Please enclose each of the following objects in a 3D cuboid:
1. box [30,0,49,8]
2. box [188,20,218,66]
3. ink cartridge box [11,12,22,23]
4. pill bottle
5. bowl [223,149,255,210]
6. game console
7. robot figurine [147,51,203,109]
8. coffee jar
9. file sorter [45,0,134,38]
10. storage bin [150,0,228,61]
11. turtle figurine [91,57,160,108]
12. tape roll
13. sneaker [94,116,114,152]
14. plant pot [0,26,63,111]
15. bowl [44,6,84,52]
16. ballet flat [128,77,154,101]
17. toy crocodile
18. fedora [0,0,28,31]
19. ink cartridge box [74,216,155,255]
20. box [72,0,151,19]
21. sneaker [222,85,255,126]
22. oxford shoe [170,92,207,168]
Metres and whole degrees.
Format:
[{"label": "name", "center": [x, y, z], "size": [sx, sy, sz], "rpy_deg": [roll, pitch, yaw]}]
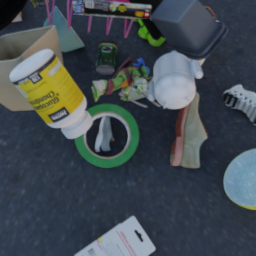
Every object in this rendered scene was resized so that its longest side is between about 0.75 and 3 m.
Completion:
[{"label": "box", "center": [-3.494, -5.104, 10.821], "size": [0.650, 0.811, 0.180], "rpy_deg": [-14, 56, -1]}, {"label": "box", "center": [2.722, -3.343, 11.299], "size": [1.082, 1.201, 2.136], "rpy_deg": [28, 65, 15]}, {"label": "ink cartridge box", "center": [-5.588, -5.576, 12.858], "size": [1.160, 0.655, 1.581], "rpy_deg": [-12, 62, -7]}, {"label": "pill bottle", "center": [-1.680, -0.714, 6.525], "size": [1.112, 1.985, 1.112], "rpy_deg": [-24, 32, 16]}, {"label": "bowl", "center": [4.007, 1.689, 8.471], "size": [1.021, 1.897, 1.897], "rpy_deg": [39, 58, -29]}, {"label": "game console", "center": [0.622, -4.212, 8.872], "size": [1.230, 2.114, 1.859], "rpy_deg": [32, 83, 43]}, {"label": "robot figurine", "center": [1.168, -1.208, 7.224], "size": [1.539, 1.025, 1.815], "rpy_deg": [-27, 40, 28]}, {"label": "coffee jar", "center": [-0.863, -2.884, 11.377], "size": [0.762, 0.623, 1.461], "rpy_deg": [4, 61, 2]}, {"label": "file sorter", "center": [-1.161, -4.183, 9.020], "size": [2.780, 1.932, 1.743], "rpy_deg": [6, 79, -11]}, {"label": "storage bin", "center": [1.630, -2.960, 7.840], "size": [1.410, 1.301, 1.938], "rpy_deg": [-50, 35, 4]}, {"label": "turtle figurine", "center": [-0.078, -0.974, 7.893], "size": [1.714, 1.767, 1.272], "rpy_deg": [-15, 30, -12]}, {"label": "tape roll", "center": [-0.702, 0.266, 9.303], "size": [2.095, 0.504, 2.095], "rpy_deg": [1, 81, -4]}, {"label": "sneaker", "center": [-0.757, 0.129, 9.785], "size": [0.635, 0.592, 1.602], "rpy_deg": [12, 67, -4]}, {"label": "plant pot", "center": [-3.013, -1.590, 8.154], "size": [2.002, 1.773, 2.000], "rpy_deg": [0, 41, 22]}, {"label": "bowl", "center": [-2.717, -3.838, 11.408], "size": [0.976, 1.866, 1.866], "rpy_deg": [-37, 66, 3]}, {"label": "ballet flat", "center": [0.803, -1.665, 10.623], "size": [2.312, 0.803, 0.803], "rpy_deg": [-17, 62, -9]}, {"label": "toy crocodile", "center": [0.777, -4.768, 12.189], "size": [0.858, 0.938, 2.778], "rpy_deg": [-9, 64, -31]}, {"label": "fedora", "center": [-4.470, -4.517, 9.167], "size": [1.359, 2.976, 2.976], "rpy_deg": [41, 66, -6]}, {"label": "ink cartridge box", "center": [-0.365, 3.518, 7.777], "size": [1.989, 0.675, 1.145], "rpy_deg": [-30, 65, -16]}, {"label": "box", "center": [-0.447, -3.037, 7.212], "size": [1.746, 0.348, 1.195], "rpy_deg": [-5, 22, -22]}, {"label": "sneaker", "center": [4.584, -0.792, 10.160], "size": [0.905, 0.839, 2.234], "rpy_deg": [-36, 67, -28]}, {"label": "oxford shoe", "center": [2.170, 0.033, 9.574], "size": [1.035, 0.993, 2.805], "rpy_deg": [14, 76, 1]}]
